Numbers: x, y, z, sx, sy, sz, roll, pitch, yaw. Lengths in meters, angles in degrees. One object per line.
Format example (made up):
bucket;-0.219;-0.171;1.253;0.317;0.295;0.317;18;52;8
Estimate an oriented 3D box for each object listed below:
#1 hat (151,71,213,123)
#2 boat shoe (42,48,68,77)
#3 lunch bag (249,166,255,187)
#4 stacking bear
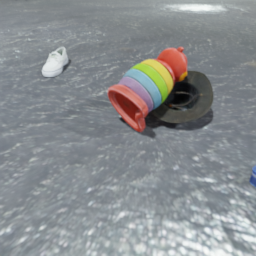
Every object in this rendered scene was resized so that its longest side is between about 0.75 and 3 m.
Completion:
hat;1.918;-0.934;10.064;2.451;0.989;2.451;-8;53;11
boat shoe;-3.777;-3.423;14.295;0.956;0.867;2.598;1;32;2
lunch bag;3.581;1.195;7.192;0.810;0.536;0.550;-21;38;-28
stacking bear;0.851;-1.519;9.156;1.607;1.716;2.826;42;71;16
